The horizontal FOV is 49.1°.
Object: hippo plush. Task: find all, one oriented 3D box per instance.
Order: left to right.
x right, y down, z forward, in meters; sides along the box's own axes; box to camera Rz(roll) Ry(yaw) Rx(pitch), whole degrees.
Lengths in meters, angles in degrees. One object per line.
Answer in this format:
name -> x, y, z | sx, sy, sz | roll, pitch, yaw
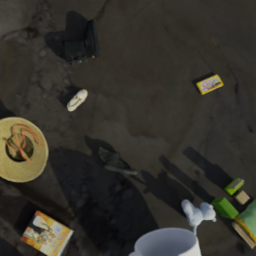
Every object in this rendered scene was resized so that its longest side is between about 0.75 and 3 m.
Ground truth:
hippo plush -> 2.513, 2.955, 9.932 | 0.984, 1.223, 0.974 | -22, 97, 5

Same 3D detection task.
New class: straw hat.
straw hat -> -3.981, 0.673, 10.563 | 2.573, 1.089, 2.573 | 2, 109, 6

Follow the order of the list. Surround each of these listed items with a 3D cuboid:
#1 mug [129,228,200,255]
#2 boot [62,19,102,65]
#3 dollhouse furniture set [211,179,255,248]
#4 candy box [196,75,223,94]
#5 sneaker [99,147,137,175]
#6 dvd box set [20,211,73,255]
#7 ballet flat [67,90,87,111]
mug -> 1.103, 4.865, 9.178 | 2.750, 2.031, 2.411 | -9, 93, 29
boot -> -2.050, -3.694, 12.046 | 1.572, 0.710, 1.918 | -11, 78, -1
dollhouse furniture set -> 4.321, 3.059, 9.989 | 1.438, 1.101, 2.194 | -39, 78, -10
candy box -> 3.437, -1.828, 11.812 | 1.000, 0.132, 0.511 | -24, 74, -6
sneaker -> -0.397, 1.281, 10.790 | 1.600, 0.480, 0.834 | 9, 80, 6
dvd box set -> -2.944, 3.910, 10.201 | 1.551, 0.228, 1.135 | 28, 77, 6
ballet flat -> -2.094, -1.159, 11.516 | 0.424, 0.358, 1.121 | 34, 77, 9
